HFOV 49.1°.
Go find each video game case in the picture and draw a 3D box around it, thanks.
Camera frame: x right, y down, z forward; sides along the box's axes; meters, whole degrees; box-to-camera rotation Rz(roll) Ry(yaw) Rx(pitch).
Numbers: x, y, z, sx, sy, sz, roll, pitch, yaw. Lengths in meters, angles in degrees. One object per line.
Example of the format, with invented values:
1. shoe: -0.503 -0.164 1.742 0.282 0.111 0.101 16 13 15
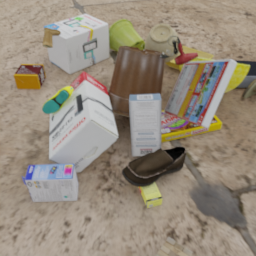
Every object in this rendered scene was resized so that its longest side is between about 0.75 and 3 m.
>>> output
1. video game case: 2.309 -1.276 9.662 0.261 2.140 2.993 21 5 -18

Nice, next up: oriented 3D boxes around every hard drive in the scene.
1. hard drive: 5.552 -2.669 13.737 2.771 0.586 1.869 1 41 1

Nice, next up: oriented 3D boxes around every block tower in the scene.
1. block tower: 0.570 3.711 6.317 0.705 0.755 2.612 26 46 26

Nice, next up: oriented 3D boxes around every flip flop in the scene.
1. flip flop: 6.431 -1.774 12.474 2.916 1.182 0.839 -9 56 -18

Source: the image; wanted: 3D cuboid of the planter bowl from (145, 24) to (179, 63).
1. planter bowl: 1.395 -3.616 11.577 1.521 1.024 1.521 -4 66 9

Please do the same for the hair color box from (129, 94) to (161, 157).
1. hair color box: 0.598 -0.066 9.513 1.032 2.084 0.632 -2 27 3

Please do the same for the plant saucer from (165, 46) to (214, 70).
1. plant saucer: 3.150 -3.535 14.815 2.048 0.496 2.048 27 48 27

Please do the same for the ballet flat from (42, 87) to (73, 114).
1. ballet flat: -2.415 -0.974 9.766 1.534 0.512 0.514 -31 20 36

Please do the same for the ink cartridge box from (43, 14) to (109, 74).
1. ink cartridge box: -2.619 -4.466 14.731 2.690 1.964 1.974 -33 52 -32

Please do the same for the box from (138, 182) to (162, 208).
1. box: 0.591 1.816 8.782 0.512 0.341 1.361 -11 43 -14

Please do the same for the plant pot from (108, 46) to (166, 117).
1. plant pot: 0.368 -1.807 10.637 2.331 2.308 2.331 9 19 -3

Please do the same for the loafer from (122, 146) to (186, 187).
1. loafer: 0.881 1.036 8.799 2.542 0.907 0.928 -15 47 -40

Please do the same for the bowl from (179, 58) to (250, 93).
1. bowl: 3.509 -2.126 12.030 2.943 1.584 2.943 7 15 -2

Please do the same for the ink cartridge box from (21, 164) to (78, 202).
1. ink cartridge box: -2.371 1.658 8.379 1.615 1.102 0.617 -3 41 -3

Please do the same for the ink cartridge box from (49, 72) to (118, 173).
1. ink cartridge box: -1.647 -0.248 9.702 2.088 1.212 2.894 -41 38 20

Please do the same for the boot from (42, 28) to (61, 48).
1. boot: -2.986 -3.472 10.946 0.699 0.264 0.798 4 68 -25

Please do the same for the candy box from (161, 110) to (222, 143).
1. candy box: 2.013 -0.230 11.099 2.956 0.390 1.511 -12 40 -13

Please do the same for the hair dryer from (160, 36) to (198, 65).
1. hair dryer: 1.771 -2.494 9.353 1.235 0.940 0.335 10 55 -15

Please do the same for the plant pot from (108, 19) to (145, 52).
1. plant pot: -0.013 -4.674 15.336 1.866 1.866 1.715 -26 58 -27

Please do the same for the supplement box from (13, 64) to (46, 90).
1. supplement box: -4.665 -2.460 13.384 1.106 0.745 1.122 1 41 1
